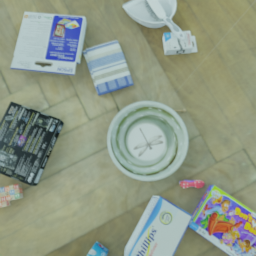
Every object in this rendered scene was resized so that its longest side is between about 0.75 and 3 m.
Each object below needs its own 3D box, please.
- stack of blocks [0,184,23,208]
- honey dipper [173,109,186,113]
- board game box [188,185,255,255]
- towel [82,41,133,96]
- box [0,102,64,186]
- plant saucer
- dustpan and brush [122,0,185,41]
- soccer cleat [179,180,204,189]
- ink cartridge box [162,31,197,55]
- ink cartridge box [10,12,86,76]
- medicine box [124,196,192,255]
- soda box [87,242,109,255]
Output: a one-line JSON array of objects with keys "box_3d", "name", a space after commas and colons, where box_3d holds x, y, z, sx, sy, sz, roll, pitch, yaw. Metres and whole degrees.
[{"box_3d": [-4.335, 2.427, 9.870, 1.130, 0.331, 0.650, -13, 78, -3], "name": "stack of blocks"}, {"box_3d": [1.595, -0.651, 10.654, 1.232, 0.234, 0.234, -3, 77, -4], "name": "honey dipper"}, {"box_3d": [3.483, 3.354, 9.534, 2.473, 0.554, 1.663, 34, 78, 7], "name": "board game box"}, {"box_3d": [-0.799, -2.373, 11.018, 1.512, 0.245, 2.058, -19, 78, -4], "name": "towel"}, {"box_3d": [-3.806, 0.566, 10.178, 2.049, 0.557, 2.558, 19, 78, 4], "name": "box"}, {"box_3d": [0.682, 0.484, 10.106, 2.868, 0.720, 2.868, 0, 78, 0], "name": "plant saucer"}, {"box_3d": [1.325, -4.479, 11.184, 2.084, 0.854, 2.986, -31, 79, -7], "name": "dustpan and brush"}, {"box_3d": [2.273, 1.978, 10.011, 0.916, 0.350, 0.305, -2, 109, -14], "name": "soccer cleat"}, {"box_3d": [2.093, -3.390, 11.148, 1.335, 0.445, 0.773, -6, 77, -1], "name": "ink cartridge box"}, {"box_3d": [-3.066, -3.244, 10.992, 2.532, 0.602, 2.562, 7, 78, 4], "name": "ink cartridge box"}, {"box_3d": [0.851, 3.276, 8.703, 1.142, 2.219, 2.021, 29, 79, 6], "name": "medicine box"}, {"box_3d": [-1.346, 4.660, 9.238, 0.535, 0.566, 1.668, 33, 80, 7], "name": "soda box"}]
